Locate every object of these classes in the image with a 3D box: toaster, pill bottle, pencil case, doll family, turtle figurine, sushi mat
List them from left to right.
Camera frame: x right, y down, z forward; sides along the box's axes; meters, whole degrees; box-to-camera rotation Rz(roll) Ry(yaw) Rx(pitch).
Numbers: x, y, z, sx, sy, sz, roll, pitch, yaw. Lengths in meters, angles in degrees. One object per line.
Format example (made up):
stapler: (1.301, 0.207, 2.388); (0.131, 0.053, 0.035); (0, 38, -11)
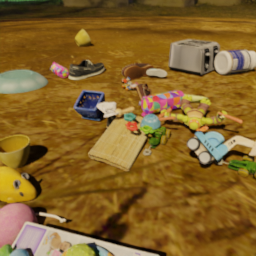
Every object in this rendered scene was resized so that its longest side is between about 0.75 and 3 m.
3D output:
pencil case: (-3.453, -2.876, 14.027); (0.562, 0.562, 1.273); (-17, 32, -31)
sushi mat: (-0.103, 0.266, 7.700); (1.101, 0.139, 2.300); (20, 37, 11)
doll family: (0.025, -1.814, 12.122); (0.515, 0.374, 0.830); (-33, 53, -29)
pencil case: (1.214, -0.880, 9.863); (1.646, 0.727, 0.727); (-13, 29, -24)
toaster: (3.441, -3.786, 14.860); (2.377, 1.411, 2.149); (21, 32, 36)
turtle figurine: (2.182, -0.371, 8.702); (2.402, 0.774, 1.937); (0, 25, 15)
pill bottle: (5.549, -3.370, 14.299); (2.017, 1.167, 1.167); (-9, 28, -22)

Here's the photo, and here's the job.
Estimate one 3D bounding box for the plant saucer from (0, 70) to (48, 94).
plant saucer: (-5.038, -2.217, 12.758); (2.633, 0.507, 2.633); (0, 27, 0)

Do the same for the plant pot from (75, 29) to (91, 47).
plant pot: (-3.469, -6.603, 20.979); (0.865, 1.219, 1.219); (-35, 37, -13)

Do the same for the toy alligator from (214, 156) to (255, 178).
toy alligator: (2.755, 0.925, 6.643); (1.385, 0.333, 0.459); (9, 59, 40)

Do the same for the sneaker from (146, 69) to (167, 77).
sneaker: (1.404, -2.717, 13.624); (0.993, 0.367, 0.407); (11, 28, 10)

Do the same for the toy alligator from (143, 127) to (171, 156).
toy alligator: (0.815, 0.278, 7.890); (0.510, 0.370, 1.540); (11, 28, 22)

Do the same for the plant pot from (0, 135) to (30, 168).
plant pot: (-2.795, 0.638, 6.897); (0.837, 0.594, 0.837); (-3, 28, 2)

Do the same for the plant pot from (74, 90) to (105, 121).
plant pot: (-1.196, -0.693, 9.253); (0.811, 0.729, 0.811); (9, 58, 19)

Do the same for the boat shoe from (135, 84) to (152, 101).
boat shoe: (0.631, -1.395, 10.898); (0.567, 0.567, 1.612); (-18, 27, 4)

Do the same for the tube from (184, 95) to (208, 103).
tube: (2.395, -1.111, 10.727); (1.272, 0.330, 0.369); (5, 32, 9)

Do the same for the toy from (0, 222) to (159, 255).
toy: (-0.836, 2.007, 3.783); (2.281, 0.538, 1.313); (5, 45, 19)

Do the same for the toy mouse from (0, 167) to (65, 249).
toy mouse: (-2.730, 1.568, 5.082); (2.938, 0.569, 2.611); (12, 29, 22)

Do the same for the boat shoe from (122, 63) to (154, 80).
boat shoe: (0.370, -2.808, 13.730); (0.703, 0.704, 2.000); (30, 31, 36)

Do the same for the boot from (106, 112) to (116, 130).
boot: (-0.237, -0.222, 8.634); (0.871, 0.602, 0.337); (-5, 27, -10)

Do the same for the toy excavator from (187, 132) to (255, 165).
toy excavator: (2.246, 0.419, 6.643); (1.270, 1.306, 0.652); (52, 11, 21)

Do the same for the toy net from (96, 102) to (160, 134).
toy net: (-0.078, -0.236, 8.010); (1.948, 0.376, 1.022); (16, 42, 19)

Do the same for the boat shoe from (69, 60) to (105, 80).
boat shoe: (-2.014, -3.031, 14.082); (0.840, 0.790, 2.338); (17, 30, 33)
